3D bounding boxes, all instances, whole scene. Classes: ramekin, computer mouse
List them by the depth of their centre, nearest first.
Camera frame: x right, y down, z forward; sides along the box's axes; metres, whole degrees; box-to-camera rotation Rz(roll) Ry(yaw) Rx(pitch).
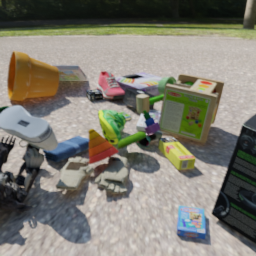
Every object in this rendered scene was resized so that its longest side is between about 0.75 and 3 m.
[{"bbox_3d":[-2.522,1.402,6.613,0.296,0.172,1.009,32,0,-26],"label":"computer mouse"},{"bbox_3d":[1.908,-2.001,13.685,1.011,1.011,0.494,-23,26,-39],"label":"ramekin"}]

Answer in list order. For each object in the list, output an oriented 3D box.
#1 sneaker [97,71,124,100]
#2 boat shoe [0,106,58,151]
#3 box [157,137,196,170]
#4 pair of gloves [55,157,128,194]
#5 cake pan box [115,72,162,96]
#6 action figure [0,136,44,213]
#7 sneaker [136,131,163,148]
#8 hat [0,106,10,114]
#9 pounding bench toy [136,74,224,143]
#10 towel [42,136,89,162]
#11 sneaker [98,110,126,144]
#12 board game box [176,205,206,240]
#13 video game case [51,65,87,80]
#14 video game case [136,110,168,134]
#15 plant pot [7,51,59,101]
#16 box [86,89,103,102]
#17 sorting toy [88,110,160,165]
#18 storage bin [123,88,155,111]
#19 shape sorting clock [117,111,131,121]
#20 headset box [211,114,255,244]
[{"bbox_3d":[-0.933,-2.125,13.721,0.943,1.110,2.559,-9,27,-25],"label":"sneaker"},{"bbox_3d":[-2.510,0.096,7.202,2.197,0.937,0.812,16,55,37],"label":"boat shoe"},{"bbox_3d":[1.436,0.749,8.512,0.546,0.364,1.452,-3,25,-18],"label":"box"},{"bbox_3d":[-0.919,1.256,7.543,1.838,0.322,1.563,1,22,-3],"label":"pair of gloves"},{"bbox_3d":[0.653,-2.253,14.616,2.286,0.649,2.482,-15,29,-34],"label":"cake pan box"},{"bbox_3d":[-2.931,1.004,6.740,1.647,1.414,2.771,12,22,-14],"label":"action figure"},{"bbox_3d":[0.710,0.366,9.273,1.008,0.421,0.608,-10,22,-5],"label":"sneaker"},{"bbox_3d":[-4.750,-0.304,11.115,0.850,0.903,1.026,19,62,14],"label":"hat"},{"bbox_3d":[1.829,-0.944,10.059,2.656,1.650,2.072,16,29,19],"label":"pounding bench toy"},{"bbox_3d":[-1.850,0.654,8.707,0.802,0.349,1.437,12,24,40],"label":"towel"},{"bbox_3d":[-0.522,-0.189,9.835,0.942,0.835,2.254,-13,26,-6],"label":"sneaker"},{"bbox_3d":[1.361,2.025,6.061,0.585,0.173,0.769,5,26,11],"label":"board game box"},{"bbox_3d":[-3.763,-2.990,15.346,2.621,0.289,2.386,1,-3,2],"label":"video game case"},{"bbox_3d":[1.355,-0.249,10.788,1.857,0.217,1.688,6,26,10],"label":"video game case"},{"bbox_3d":[-4.487,-2.338,13.333,2.039,2.227,2.227,4,20,-32],"label":"plant pot"},{"bbox_3d":[-1.631,-1.582,13.515,0.654,0.344,0.799,-9,27,-19],"label":"box"},{"bbox_3d":[-0.181,0.122,8.439,2.731,0.941,0.947,-26,2,-34],"label":"sorting toy"},{"bbox_3d":[0.484,-1.272,12.264,0.914,0.634,1.352,2,21,-33],"label":"storage bin"},{"bbox_3d":[-0.258,-0.466,11.362,0.770,0.151,0.770,9,30,-5],"label":"shape sorting clock"},{"bbox_3d":[3.051,0.729,5.940,1.167,2.516,2.191,29,38,33],"label":"headset box"}]
